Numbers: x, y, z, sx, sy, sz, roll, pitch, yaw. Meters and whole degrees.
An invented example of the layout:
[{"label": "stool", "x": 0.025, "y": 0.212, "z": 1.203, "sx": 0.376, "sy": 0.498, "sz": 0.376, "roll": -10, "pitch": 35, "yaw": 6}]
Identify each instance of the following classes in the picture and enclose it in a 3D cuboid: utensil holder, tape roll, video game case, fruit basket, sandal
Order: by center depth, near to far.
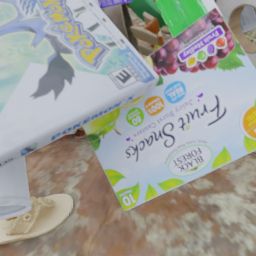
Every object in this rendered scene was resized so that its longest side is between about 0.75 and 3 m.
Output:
[{"label": "video game case", "x": -1.476, "y": -1.130, "z": 3.383, "sx": 2.681, "sy": 0.324, "sz": 2.941, "roll": -30, "pitch": 75, "yaw": -30}, {"label": "utensil holder", "x": -1.889, "y": 0.648, "z": 3.892, "sx": 0.954, "sy": 0.954, "sz": 1.122, "roll": -10, "pitch": 67, "yaw": -10}, {"label": "fruit basket", "x": 1.494, "y": -1.856, "z": 5.354, "sx": 2.109, "sy": 0.989, "sz": 1.954, "roll": 0, "pitch": 63, "yaw": -51}, {"label": "sandal", "x": -2.266, "y": 1.807, "z": 5.733, "sx": 2.330, "sy": 0.766, "sz": 0.854, "roll": -19, "pitch": 46, "yaw": -19}, {"label": "tape roll", "x": 3.056, "y": -2.461, "z": 6.872, "sx": 0.426, "sy": 2.330, "sz": 2.330, "roll": -31, "pitch": 50, "yaw": -15}, {"label": "video game case", "x": 2.485, "y": -3.633, "z": 7.635, "sx": 2.213, "sy": 2.431, "sz": 0.288, "roll": -12, "pitch": 30, "yaw": 42}, {"label": "tape roll", "x": 0.930, "y": -4.636, "z": 9.256, "sx": 0.638, "sy": 2.652, "sz": 2.652, "roll": -21, "pitch": 18, "yaw": 51}]

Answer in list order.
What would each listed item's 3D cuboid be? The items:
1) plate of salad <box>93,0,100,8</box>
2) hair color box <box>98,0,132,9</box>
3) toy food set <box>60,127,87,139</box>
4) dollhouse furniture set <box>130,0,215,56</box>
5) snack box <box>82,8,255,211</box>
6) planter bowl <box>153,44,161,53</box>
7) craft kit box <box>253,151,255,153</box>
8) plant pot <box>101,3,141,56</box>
[{"label": "plate of salad", "x": -1.992, "y": -2.227, "z": 6.137, "sx": 2.887, "sy": 2.887, "sz": 0.693, "roll": -13, "pitch": 22, "yaw": -14}, {"label": "hair color box", "x": -0.651, "y": -3.127, "z": 6.754, "sx": 1.459, "sy": 0.473, "sz": 0.797, "roll": -8, "pitch": 27, "yaw": 8}, {"label": "toy food set", "x": -1.471, "y": -0.299, "z": 8.068, "sx": 1.511, "sy": 0.839, "sz": 2.569, "roll": -13, "pitch": 35, "yaw": 24}, {"label": "dollhouse furniture set", "x": 1.175, "y": -2.879, "z": 6.406, "sx": 1.158, "sy": 2.223, "sz": 2.247, "roll": 35, "pitch": 80, "yaw": 28}, {"label": "snack box", "x": 0.658, "y": -0.137, "z": 4.196, "sx": 1.855, "sy": 2.608, "sz": 0.691, "roll": 61, "pitch": 25, "yaw": 9}, {"label": "planter bowl", "x": 0.892, "y": -0.935, "z": 5.570, "sx": 0.614, "sy": 1.474, "sz": 1.474, "roll": -1, "pitch": 42, "yaw": 13}, {"label": "craft kit box", "x": 3.212, "y": -0.485, "z": 8.366, "sx": 2.452, "sy": 0.595, "sz": 2.422, "roll": 20, "pitch": 44, "yaw": 20}, {"label": "plant pot", "x": -0.981, "y": -2.473, "z": 9.182, "sx": 2.510, "sy": 2.893, "sz": 2.893, "roll": -13, "pitch": 42, "yaw": 12}]
